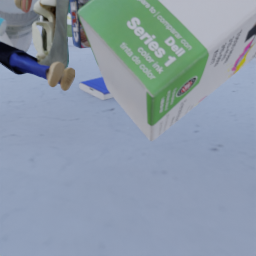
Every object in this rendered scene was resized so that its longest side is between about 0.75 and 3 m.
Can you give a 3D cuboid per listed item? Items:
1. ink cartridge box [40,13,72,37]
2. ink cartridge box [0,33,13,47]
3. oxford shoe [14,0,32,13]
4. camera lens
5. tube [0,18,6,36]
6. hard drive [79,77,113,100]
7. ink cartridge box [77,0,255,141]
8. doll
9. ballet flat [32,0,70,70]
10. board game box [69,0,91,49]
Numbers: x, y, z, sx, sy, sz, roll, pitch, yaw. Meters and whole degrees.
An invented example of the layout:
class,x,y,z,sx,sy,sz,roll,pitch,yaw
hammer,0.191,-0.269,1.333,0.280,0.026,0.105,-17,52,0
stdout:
class,x,y,z,sx,sy,sz,roll,pitch,yaw
ink cartridge box,-1.680,-3.226,8.822,1.849,0.443,1.345,-9,39,-32
ink cartridge box,-3.344,-1.746,6.329,1.144,0.481,0.832,-17,28,13
oxford shoe,-1.242,-1.589,3.108,0.359,0.344,0.973,5,43,-24
camera lens,-3.301,-2.964,7.275,1.810,1.810,2.263,-20,-6,-34
tube,-2.802,-1.987,4.948,1.190,0.461,0.300,20,20,-11
hard drive,-0.411,-1.705,10.812,2.420,0.307,1.596,-21,34,-35
ink cartridge box,1.076,-1.386,3.754,2.997,2.170,1.258,-39,76,-5
doll,-1.382,-0.854,3.573,1.409,0.341,0.961,23,5,16
ballet flat,-1.751,-2.433,6.315,0.780,2.449,0.825,8,-15,-44
board game box,0.130,-2.546,5.466,2.553,1.729,0.442,-13,27,-27
